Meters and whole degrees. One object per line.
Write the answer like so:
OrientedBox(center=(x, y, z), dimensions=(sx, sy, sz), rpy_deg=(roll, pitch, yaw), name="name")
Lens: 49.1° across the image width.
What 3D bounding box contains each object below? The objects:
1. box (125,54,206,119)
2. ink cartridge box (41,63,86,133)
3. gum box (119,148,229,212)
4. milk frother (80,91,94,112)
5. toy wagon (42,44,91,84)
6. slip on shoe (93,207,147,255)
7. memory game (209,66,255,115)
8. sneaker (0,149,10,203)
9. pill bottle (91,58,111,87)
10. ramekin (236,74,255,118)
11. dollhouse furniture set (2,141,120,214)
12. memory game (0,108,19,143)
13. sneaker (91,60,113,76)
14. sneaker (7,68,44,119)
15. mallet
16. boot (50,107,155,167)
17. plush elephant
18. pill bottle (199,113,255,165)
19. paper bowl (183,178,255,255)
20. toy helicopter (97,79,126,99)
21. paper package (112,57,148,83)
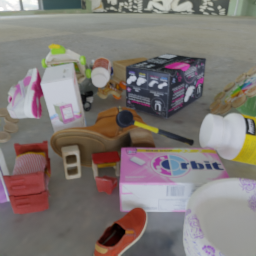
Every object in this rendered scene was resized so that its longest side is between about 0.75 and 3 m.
OrientedBox(center=(1.476, -1.731, 10.838), dimensions=(1.926, 1.673, 2.915), rpy_deg=(18, 31, 33), name="box")
OrientedBox(center=(-1.825, -0.676, 8.260), dimensions=(0.882, 2.084, 1.506), rpy_deg=(-9, 28, -6), name="ink cartridge box")
OrientedBox(center=(1.014, 1.113, 6.269), dimensions=(2.377, 0.786, 1.349), rpy_deg=(0, 28, 1), name="gum box")
OrientedBox(center=(-1.584, -0.996, 10.762), dimensions=(0.678, 0.751, 0.706), rpy_deg=(-18, 2, 34), name="milk frother")
OrientedBox(center=(-1.945, -1.985, 8.635), dimensions=(1.344, 1.732, 0.343), rpy_deg=(-2, 58, 9), name="toy wagon")
OrientedBox(center=(-0.092, 1.895, 5.169), dimensions=(0.531, 0.439, 1.435), rpy_deg=(17, 30, 33), name="slip on shoe")
OrientedBox(center=(3.861, -1.345, 9.699), dimensions=(2.561, 0.163, 2.561), rpy_deg=(-41, 10, 9), name="memory game")
OrientedBox(center=(-3.382, 1.079, 6.477), dimensions=(1.131, 0.719, 1.983), rpy_deg=(-17, 32, -24), name="sneaker")
OrientedBox(center=(-1.013, -2.054, 10.435), dimensions=(0.687, 0.687, 1.225), rpy_deg=(1, 40, 2), name="pill bottle")
OrientedBox(center=(5.304, -1.187, 10.309), dimensions=(2.384, 1.164, 2.384), rpy_deg=(0, 27, 0), name="ramekin")
OrientedBox(center=(-1.337, 0.958, 6.347), dimensions=(2.473, 1.006, 1.331), rpy_deg=(-6, 28, -12), name="dollhouse furniture set")
OrientedBox(center=(-4.506, -0.078, 8.537), dimensions=(2.239, 0.143, 2.239), rpy_deg=(8, 37, -6), name="memory game")
OrientedBox(center=(-1.296, -2.958, 14.438), dimensions=(0.939, 0.657, 1.626), rpy_deg=(-8, 35, -22), name="sneaker")
OrientedBox(center=(-3.251, -1.125, 8.825), dimensions=(0.995, 0.918, 2.256), rpy_deg=(-9, 40, -1), name="sneaker")
OrientedBox(center=(0.667, 0.055, 7.406), dimensions=(2.159, 0.444, 0.711), rpy_deg=(20, -6, -13), name="mallet")
OrientedBox(center=(-0.738, 0.000, 8.006), dimensions=(2.838, 1.088, 2.204), rpy_deg=(-2, 31, -13), name="boot")
OrientedBox(center=(-1.743, -2.143, 11.866), dimensions=(1.908, 1.571, 1.477), rpy_deg=(16, 29, -36), name="plush elephant")
OrientedBox(center=(2.965, 0.294, 7.053), dimensions=(2.131, 1.186, 1.186), rpy_deg=(11, 27, -5), name="pill bottle")
OrientedBox(center=(1.938, 1.855, 4.522), dimensions=(2.087, 1.085, 2.087), rpy_deg=(1, 28, 0), name="paper bowl")
OrientedBox(center=(-0.788, -1.551, 10.870), dimensions=(1.125, 0.671, 1.701), rpy_deg=(40, 29, 1), name="toy helicopter")
OrientedBox(center=(0.436, -2.666, 13.408), dimensions=(1.872, 0.969, 1.785), rpy_deg=(-16, 31, -27), name="paper package")
